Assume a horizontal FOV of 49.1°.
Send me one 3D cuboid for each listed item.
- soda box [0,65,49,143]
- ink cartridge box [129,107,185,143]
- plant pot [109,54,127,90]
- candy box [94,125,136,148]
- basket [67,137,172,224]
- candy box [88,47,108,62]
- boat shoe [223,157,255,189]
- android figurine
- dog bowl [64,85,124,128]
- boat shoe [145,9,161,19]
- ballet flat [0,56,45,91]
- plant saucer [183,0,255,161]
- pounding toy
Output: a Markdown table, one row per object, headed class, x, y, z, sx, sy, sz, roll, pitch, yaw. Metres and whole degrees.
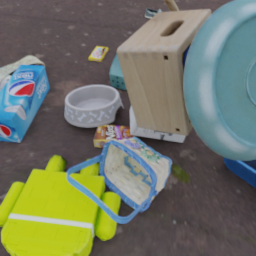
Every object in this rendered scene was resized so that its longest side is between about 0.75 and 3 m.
| class | x | y | z | sx | sy | sz | roll | pitch | yaw |
| --- | --- | --- | --- | --- | --- | --- | --- | --- | --- |
| soda box | -3.242 | -0.820 | 8.411 | 0.862 | 0.911 | 2.685 | 3 | 43 | 4 |
| ink cartridge box | 0.847 | -0.261 | 7.798 | 1.508 | 0.632 | 1.088 | 9 | 42 | -10 |
| plant pot | -0.101 | -1.981 | 9.718 | 0.909 | 0.909 | 1.286 | 18 | 53 | 18 |
| candy box | -0.343 | 0.259 | 7.706 | 1.101 | 0.311 | 0.642 | 4 | 43 | 5 |
| basket | -0.123 | 1.046 | 6.089 | 1.702 | 1.342 | 1.930 | 32 | 42 | 28 |
| candy box | -1.195 | -2.989 | 11.319 | 0.517 | 0.134 | 1.012 | 7 | 43 | 11 |
| boat shoe | 3.339 | 1.053 | 6.267 | 0.865 | 1.060 | 2.519 | -36 | 55 | -15 |
| android figurine | -1.474 | 1.767 | 5.896 | 2.536 | 0.572 | 2.786 | 4 | 42 | 4 |
| dog bowl | -1.048 | -0.720 | 8.383 | 1.814 | 0.532 | 1.814 | -3 | 33 | 2 |
| boat shoe | 1.482 | -5.707 | 14.034 | 1.309 | 0.404 | 0.477 | 12 | 44 | 12 |
| ballet flat | -3.823 | -1.728 | 9.486 | 0.796 | 0.861 | 2.552 | 27 | 49 | 13 |
| plant saucer | 2.089 | -0.724 | 4.434 | 2.620 | 2.620 | 0.359 | -17 | 12 | -17 |
| pounding toy | 1.010 | -1.795 | 5.504 | 1.324 | 2.894 | 2.543 | 10 | 45 | 31 |
